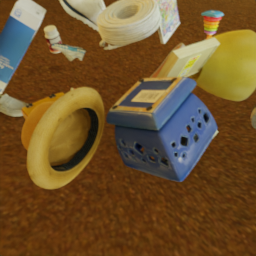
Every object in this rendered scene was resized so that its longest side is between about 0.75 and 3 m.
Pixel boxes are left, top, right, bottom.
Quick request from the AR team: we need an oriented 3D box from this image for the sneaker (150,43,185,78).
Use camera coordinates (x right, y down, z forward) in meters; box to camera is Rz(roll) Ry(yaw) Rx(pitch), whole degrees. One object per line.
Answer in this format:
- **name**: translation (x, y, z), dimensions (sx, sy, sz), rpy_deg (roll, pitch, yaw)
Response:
- **sneaker**: translation (1.309, -1.585, 8.906), dimensions (2.166, 0.866, 0.773), rpy_deg (-50, 18, 2)

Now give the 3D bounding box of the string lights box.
- **string lights box**: translation (-3.903, -2.769, 9.457), dimensions (0.876, 2.970, 1.526), rpy_deg (28, 24, -25)

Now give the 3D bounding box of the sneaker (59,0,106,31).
- **sneaker**: translation (-1.287, -4.465, 10.395), dimensions (1.057, 1.113, 2.766), rpy_deg (55, 23, 13)

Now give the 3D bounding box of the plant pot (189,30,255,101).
- **plant pot**: translation (2.964, -2.067, 9.196), dimensions (1.645, 2.318, 2.318), rpy_deg (1, 42, -13)

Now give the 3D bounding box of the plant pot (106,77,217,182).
- **plant pot**: translation (0.746, -0.132, 6.801), dimensions (1.941, 1.745, 1.941), rpy_deg (8, 45, 46)

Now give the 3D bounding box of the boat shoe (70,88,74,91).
- **boat shoe**: translation (-1.739, -0.680, 8.938), dimensions (0.374, 1.196, 0.426), rpy_deg (13, 22, -6)

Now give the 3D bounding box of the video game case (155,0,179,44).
- **video game case**: translation (1.549, -4.743, 11.389), dimensions (0.190, 2.109, 1.510), rpy_deg (18, 61, 31)

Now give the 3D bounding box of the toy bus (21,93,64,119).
- **toy bus**: translation (-1.936, -0.454, 6.707), dimensions (0.384, 0.462, 1.181), rpy_deg (46, 50, 15)

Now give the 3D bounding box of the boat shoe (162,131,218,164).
- **boat shoe**: translation (1.485, 0.498, 7.701), dimensions (2.385, 0.856, 0.806), rpy_deg (-33, 75, -33)

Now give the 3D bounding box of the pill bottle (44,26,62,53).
- **pill bottle**: translation (-3.085, -3.643, 11.548), dimensions (0.567, 0.993, 0.567), rpy_deg (-4, 49, 4)

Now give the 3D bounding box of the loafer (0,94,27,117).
- **loafer**: translation (-4.900, -0.968, 11.297), dimensions (2.058, 0.718, 0.719), rpy_deg (10, 44, 10)

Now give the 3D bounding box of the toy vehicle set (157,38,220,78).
- **toy vehicle set**: translation (1.627, -1.795, 7.748), dimensions (1.889, 1.174, 0.250), rpy_deg (-27, 71, -36)

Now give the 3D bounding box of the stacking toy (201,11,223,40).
- **stacking toy**: translation (3.199, -3.875, 10.881), dimensions (0.702, 1.210, 0.664), rpy_deg (26, 40, 35)

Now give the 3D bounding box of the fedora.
- **fedora**: translation (-1.495, 0.106, 6.139), dimensions (1.012, 2.482, 2.482), rpy_deg (23, 47, 21)

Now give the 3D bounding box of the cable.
- **cable**: translation (0.002, -3.532, 9.108), dimensions (2.094, 0.725, 2.094), rpy_deg (-11, 48, 11)

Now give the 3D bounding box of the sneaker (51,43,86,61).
- **sneaker**: translation (-1.995, -2.480, 9.270), dimensions (1.120, 0.485, 0.420), rpy_deg (9, 23, -21)

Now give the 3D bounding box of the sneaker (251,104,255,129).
- **sneaker**: translation (3.546, -0.529, 7.017), dimensions (0.787, 2.104, 1.118), rpy_deg (-19, 64, 37)
